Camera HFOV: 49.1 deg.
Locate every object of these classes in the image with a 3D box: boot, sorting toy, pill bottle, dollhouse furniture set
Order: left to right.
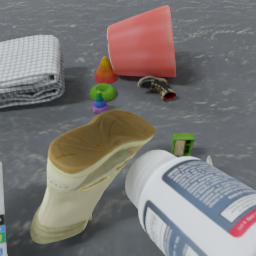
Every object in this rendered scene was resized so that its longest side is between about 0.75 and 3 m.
[{"bbox_3d":[-0.620,0.877,5.485,0.996,2.126,2.735,33,31,17],"label":"boot"},{"bbox_3d":[-0.798,-1.486,8.855,0.833,0.828,2.404,2,42,2],"label":"sorting toy"},{"bbox_3d":[0.921,-1.218,8.730,1.092,0.400,0.822,-1,41,-32],"label":"boot"},{"bbox_3d":[1.363,1.073,6.124,0.994,0.768,1.988,0,43,0],"label":"dollhouse furniture set"},{"bbox_3d":[1.147,1.425,4.607,1.654,1.654,2.766,-22,28,-22],"label":"pill bottle"}]

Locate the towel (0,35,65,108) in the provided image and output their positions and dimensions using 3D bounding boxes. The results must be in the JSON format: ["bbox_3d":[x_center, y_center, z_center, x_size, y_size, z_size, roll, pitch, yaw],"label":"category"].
[{"bbox_3d":[-3.337,-1.689,8.676,2.667,1.141,2.209,-12,50,-1],"label":"towel"}]

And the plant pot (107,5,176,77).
[{"bbox_3d":[0.469,-2.713,9.317,2.030,2.295,2.295,-6,42,8],"label":"plant pot"}]

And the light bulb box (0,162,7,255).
[{"bbox_3d":[-2.692,1.393,4.695,0.935,1.485,1.499,-1,80,-34],"label":"light bulb box"}]
